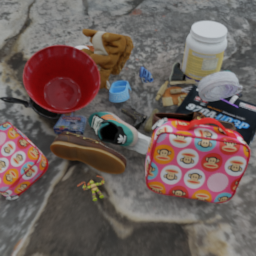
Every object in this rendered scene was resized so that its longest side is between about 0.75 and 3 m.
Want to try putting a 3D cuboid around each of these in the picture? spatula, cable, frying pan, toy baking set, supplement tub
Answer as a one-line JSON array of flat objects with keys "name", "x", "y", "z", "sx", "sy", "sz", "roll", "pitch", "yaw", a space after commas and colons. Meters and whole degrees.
[{"name": "spatula", "x": 4.002, "y": -1.091, "z": 10.536, "sx": 0.698, "sy": 0.254, "sz": 2.470, "roll": 32, "pitch": 30, "yaw": 22}, {"name": "cable", "x": 3.241, "y": -1.494, "z": 10.130, "sx": 1.424, "sy": 1.424, "sz": 0.493, "roll": -25, "pitch": 58, "yaw": 33}, {"name": "frying pan", "x": -3.609, "y": -0.777, "z": 11.183, "sx": 1.570, "sy": 0.423, "sz": 2.596, "roll": 45, "pitch": 32, "yaw": 11}, {"name": "toy baking set", "x": 2.190, "y": -1.545, "z": 12.489, "sx": 1.649, "sy": 0.250, "sz": 2.149, "roll": 17, "pitch": 51, "yaw": 13}, {"name": "supplement tub", "x": 3.487, "y": -3.405, "z": 12.908, "sx": 1.789, "sy": 2.461, "sz": 1.789, "roll": 0, "pitch": 47, "yaw": 0}]

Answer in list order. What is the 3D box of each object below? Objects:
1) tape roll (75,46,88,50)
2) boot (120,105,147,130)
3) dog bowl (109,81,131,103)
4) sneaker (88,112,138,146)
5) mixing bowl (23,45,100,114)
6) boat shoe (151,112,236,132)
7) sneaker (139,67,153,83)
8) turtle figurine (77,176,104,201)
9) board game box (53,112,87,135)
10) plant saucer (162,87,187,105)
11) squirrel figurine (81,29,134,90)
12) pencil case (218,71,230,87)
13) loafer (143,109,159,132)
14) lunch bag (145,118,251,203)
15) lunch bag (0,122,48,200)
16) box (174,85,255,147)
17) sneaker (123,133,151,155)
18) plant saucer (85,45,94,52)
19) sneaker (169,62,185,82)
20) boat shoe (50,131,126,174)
[{"name": "tape roll", "x": -2.464, "y": -3.691, "z": 14.411, "sx": 1.138, "sy": 0.398, "sz": 1.138, "roll": -3, "pitch": 61, "yaw": 5}, {"name": "boot", "x": 0.133, "y": -0.448, "z": 11.289, "sx": 1.032, "sy": 0.410, "sz": 1.186, "roll": 31, "pitch": 34, "yaw": 11}, {"name": "dog bowl", "x": -0.377, "y": -1.644, "z": 12.343, "sx": 0.901, "sy": 0.400, "sz": 1.616, "roll": -3, "pitch": 31, "yaw": 9}, {"name": "sneaker", "x": -0.824, "y": -0.040, "z": 10.312, "sx": 1.036, "sy": 0.925, "sz": 2.592, "roll": 6, "pitch": 13, "yaw": -45}, {"name": "mixing bowl", "x": -2.601, "y": -1.651, "z": 11.135, "sx": 2.820, "sy": 1.527, "sz": 2.820, "roll": 4, "pitch": 70, "yaw": -12}, {"name": "boat shoe", "x": 2.210, "y": -0.059, "z": 9.502, "sx": 2.838, "sy": 0.998, "sz": 0.999, "roll": -1, "pitch": 24, "yaw": 7}, {"name": "sneaker", "x": 0.775, "y": -2.313, "z": 12.230, "sx": 0.493, "sy": 1.198, "sz": 0.443, "roll": 11, "pitch": 81, "yaw": 19}, {"name": "turtle figurine", "x": -1.164, "y": 2.039, "z": 9.280, "sx": 0.928, "sy": 0.299, "sz": 0.749, "roll": -12, "pitch": 55, "yaw": -25}, {"name": "board game box", "x": -2.316, "y": -0.265, "z": 11.408, "sx": 1.154, "sy": 0.356, "sz": 1.153, "roll": 2, "pitch": 48, "yaw": 2}, {"name": "plant saucer", "x": 2.142, "y": -1.497, "z": 12.665, "sx": 1.166, "sy": 0.218, "sz": 1.166, "roll": 0, "pitch": 47, "yaw": 1}, {"name": "squirrel figurine", "x": -0.881, "y": -3.005, "z": 12.722, "sx": 1.880, "sy": 2.479, "sz": 2.656, "roll": 23, "pitch": 22, "yaw": 36}, {"name": "pencil case", "x": 4.108, "y": -2.145, "z": 12.707, "sx": 1.563, "sy": 0.665, "sz": 0.722, "roll": -22, "pitch": 61, "yaw": -38}, {"name": "loafer", "x": 1.007, "y": -0.267, "z": 11.358, "sx": 0.427, "sy": 0.481, "sz": 1.265, "roll": 28, "pitch": 54, "yaw": 4}, {"name": "lunch bag", "x": 2.060, "y": 0.879, "z": 8.563, "sx": 2.942, "sy": 2.591, "sz": 1.205, "roll": 11, "pitch": 26, "yaw": 0}, {"name": "lunch bag", "x": -4.134, "y": 1.160, "z": 9.445, "sx": 2.405, "sy": 0.985, "sz": 2.118, "roll": 38, "pitch": 73, "yaw": 26}, {"name": "box", "x": 3.276, "y": -0.198, "z": 10.574, "sx": 2.958, "sy": 0.680, "sz": 2.351, "roll": 25, "pitch": 67, "yaw": 28}, {"name": "sneaker", "x": 0.557, "y": 0.557, "z": 10.478, "sx": 1.176, "sy": 0.750, "sz": 2.036, "roll": 11, "pitch": 12, "yaw": -36}, {"name": "plant saucer", "x": -2.204, "y": -4.029, "z": 15.063, "sx": 1.257, "sy": 0.203, "sz": 1.257, "roll": -1, "pitch": 47, "yaw": 1}, {"name": "sneaker", "x": 2.474, "y": -2.640, "z": 13.407, "sx": 0.693, "sy": 0.488, "sz": 1.305, "roll": 1, "pitch": 56, "yaw": 32}, {"name": "boat shoe", "x": -1.315, "y": 0.770, "z": 9.964, "sx": 2.808, "sy": 0.988, "sz": 0.987, "roll": 18, "pitch": 40, "yaw": 9}]
